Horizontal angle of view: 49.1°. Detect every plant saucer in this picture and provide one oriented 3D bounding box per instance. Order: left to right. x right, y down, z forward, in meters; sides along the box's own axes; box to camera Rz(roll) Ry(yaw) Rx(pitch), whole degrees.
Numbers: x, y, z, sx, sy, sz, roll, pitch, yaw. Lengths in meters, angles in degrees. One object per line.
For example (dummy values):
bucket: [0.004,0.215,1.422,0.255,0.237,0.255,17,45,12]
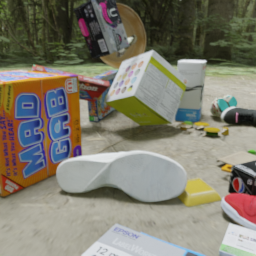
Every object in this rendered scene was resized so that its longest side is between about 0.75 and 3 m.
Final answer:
plant saucer: [-0.458,-3.958,12.324,2.765,2.765,0.490,-11,11,-33]
plant saucer: [1.474,1.377,6.220,0.869,0.211,0.869,-6,17,-18]

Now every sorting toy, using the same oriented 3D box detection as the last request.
sorting toy: [3.159,0.971,7.516,2.082,0.284,1.172,-11,15,-33]

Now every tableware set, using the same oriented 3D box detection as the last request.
tableware set: [2.854,0.050,10.705,1.895,0.291,1.277,8,15,30]

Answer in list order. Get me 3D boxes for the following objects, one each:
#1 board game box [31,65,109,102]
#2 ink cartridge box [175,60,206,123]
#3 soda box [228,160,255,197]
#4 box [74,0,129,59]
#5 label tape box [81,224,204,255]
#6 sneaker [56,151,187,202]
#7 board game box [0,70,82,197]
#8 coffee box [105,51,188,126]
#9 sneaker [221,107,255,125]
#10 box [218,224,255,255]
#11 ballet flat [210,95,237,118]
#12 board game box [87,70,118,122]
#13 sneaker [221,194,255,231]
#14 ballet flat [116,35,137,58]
board game box: [-2.237,-1.562,10.321,2.758,0.268,1.420,8,-25,-28]
ink cartridge box: [2.802,-1.702,12.517,1.074,2.550,1.844,6,17,19]
soda box: [3.238,1.092,6.277,2.015,0.713,0.638,-7,19,-24]
box: [-0.785,-3.098,8.665,0.911,1.588,1.049,-34,24,-34]
label tape box: [0.309,1.915,3.386,1.702,0.786,2.376,10,20,30]
sneaker: [-0.093,0.953,6.439,2.856,1.074,1.264,2,5,12]
board game box: [-2.973,-0.135,7.325,2.459,2.461,2.460,11,20,34]
coffee box: [0.674,-1.372,10.608,1.966,1.944,1.963,33,-20,-29]
sneaker: [4.868,-0.440,11.420,2.091,0.739,1.037,-2,11,-21]
box: [1.856,1.902,4.559,0.581,0.146,0.805,9,18,29]
ballet flat: [4.394,-0.930,13.224,0.887,1.050,2.776,-25,-6,37]
board game box: [-1.081,-1.546,12.972,0.465,1.825,2.696,6,23,19]
sneaker: [2.738,1.243,4.663,2.367,1.331,0.843,16,22,42]
ballet flat: [-0.108,-3.013,10.199,0.347,1.024,0.386,49,6,14]
